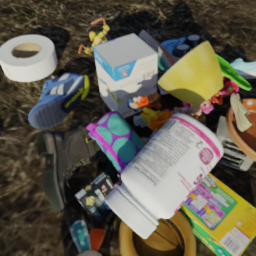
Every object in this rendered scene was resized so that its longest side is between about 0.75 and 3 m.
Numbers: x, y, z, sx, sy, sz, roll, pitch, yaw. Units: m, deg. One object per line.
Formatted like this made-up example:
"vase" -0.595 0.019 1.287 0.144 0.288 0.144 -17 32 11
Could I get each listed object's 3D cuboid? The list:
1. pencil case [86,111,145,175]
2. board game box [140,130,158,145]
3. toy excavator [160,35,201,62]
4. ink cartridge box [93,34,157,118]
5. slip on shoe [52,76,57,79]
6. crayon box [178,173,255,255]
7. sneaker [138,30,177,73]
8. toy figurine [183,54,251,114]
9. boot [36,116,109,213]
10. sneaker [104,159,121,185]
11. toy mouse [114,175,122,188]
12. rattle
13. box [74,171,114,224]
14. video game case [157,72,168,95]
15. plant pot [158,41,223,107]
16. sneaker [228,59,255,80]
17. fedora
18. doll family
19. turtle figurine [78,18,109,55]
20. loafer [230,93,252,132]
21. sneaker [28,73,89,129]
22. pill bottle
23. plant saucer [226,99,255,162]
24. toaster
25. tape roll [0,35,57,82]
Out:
"pencil case" 0.000 0.823 7.803 2.604 1.108 1.203 53 38 8
"board game box" 0.989 0.588 8.779 1.843 0.569 1.844 7 39 33
"toy excavator" 1.437 -2.986 11.831 2.597 1.297 2.525 24 52 35
"ink cartridge box" -0.070 -1.791 9.946 1.654 2.247 1.625 -23 49 -18
"slip on shoe" -2.899 -1.863 11.343 0.231 0.290 0.763 -22 46 -9
"crayon box" 2.239 2.221 7.620 1.450 0.711 2.442 -35 57 -26
"sneaker" 0.928 -2.661 10.800 1.026 1.148 2.874 24 26 -38
"toy figurine" 2.639 -1.231 9.270 2.024 1.863 1.519 47 36 20
"boot" -1.418 1.001 8.345 2.229 2.560 0.886 -9 1 -41
"sneaker" -0.587 1.309 8.502 0.593 0.395 1.035 15 47 -30
"toy mouse" -0.201 1.839 7.327 0.222 1.021 1.148 -17 91 15
"rattle" -0.906 3.135 5.911 1.849 2.029 2.840 32 49 5
"box" -0.756 1.881 7.493 0.967 1.217 0.280 -39 42 -18
"video game case" 1.868 -1.819 10.388 1.599 0.144 1.145 -12 51 -1
"plant pot" 1.884 -1.334 7.767 1.736 1.736 1.232 -37 86 -26
"sneaker" 4.277 -2.396 11.293 1.844 0.682 0.756 5 82 13
"fedora" 0.665 2.835 6.952 1.980 0.807 1.980 5 65 -10
"doll family" 1.239 -0.290 8.713 2.588 1.606 1.166 9 80 -32
"turtle figurine" -1.164 -3.521 12.026 1.639 2.032 0.654 45 36 -5
"loafer" 3.099 -0.456 7.651 0.374 0.414 1.094 -19 75 33
"sneaker" -2.647 -1.048 10.185 1.212 1.090 2.947 22 46 18
"pill bottle" 0.762 1.030 6.148 1.428 1.428 2.519 38 79 27
"plant saucer" 3.913 0.201 7.723 2.575 0.416 2.575 9 46 -9
"toaster" 3.327 0.501 8.668 1.530 1.383 0.908 20 56 17
"tape roll" -4.243 -2.980 11.914 2.325 0.813 2.325 0 50 0
